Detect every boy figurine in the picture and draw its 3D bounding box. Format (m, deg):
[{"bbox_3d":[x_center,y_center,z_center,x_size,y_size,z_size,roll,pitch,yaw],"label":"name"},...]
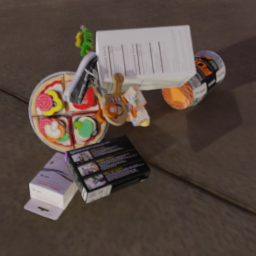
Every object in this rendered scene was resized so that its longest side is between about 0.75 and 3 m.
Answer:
[{"bbox_3d":[0.323,-0.450,10.371,0.945,0.490,1.520,-24,25,-26],"label":"boy figurine"}]

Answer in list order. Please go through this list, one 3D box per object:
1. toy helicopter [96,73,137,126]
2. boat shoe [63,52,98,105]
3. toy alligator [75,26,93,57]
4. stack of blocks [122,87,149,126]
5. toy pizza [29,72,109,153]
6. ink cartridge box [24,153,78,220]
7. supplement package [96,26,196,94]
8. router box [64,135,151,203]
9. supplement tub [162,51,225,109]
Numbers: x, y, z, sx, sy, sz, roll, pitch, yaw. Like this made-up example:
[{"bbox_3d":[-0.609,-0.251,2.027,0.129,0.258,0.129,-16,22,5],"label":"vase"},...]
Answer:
[{"bbox_3d":[-0.254,-0.831,8.003,1.058,0.631,1.600,13,68,-27],"label":"toy helicopter"},{"bbox_3d":[-1.221,-1.469,8.313,0.628,0.679,1.838,20,59,9],"label":"boat shoe"},{"bbox_3d":[-1.578,-3.443,10.542,0.583,0.533,1.965,27,42,-34],"label":"toy alligator"},{"bbox_3d":[0.249,-0.675,8.822,0.316,0.622,1.080,-7,67,-49],"label":"stack of blocks"},{"bbox_3d":[-1.971,-0.446,9.202,2.746,2.746,0.435,3,14,3],"label":"toy pizza"},{"bbox_3d":[-2.071,1.624,8.124,1.074,0.628,1.852,15,36,11],"label":"ink cartridge box"},{"bbox_3d":[0.480,-2.224,9.387,2.976,1.693,1.630,-6,84,-8],"label":"supplement package"},{"bbox_3d":[-0.584,1.090,8.049,2.035,0.520,1.518,-14,51,-30],"label":"router box"},{"bbox_3d":[2.685,-1.966,11.568,1.664,1.664,2.716,29,50,28],"label":"supplement tub"}]
